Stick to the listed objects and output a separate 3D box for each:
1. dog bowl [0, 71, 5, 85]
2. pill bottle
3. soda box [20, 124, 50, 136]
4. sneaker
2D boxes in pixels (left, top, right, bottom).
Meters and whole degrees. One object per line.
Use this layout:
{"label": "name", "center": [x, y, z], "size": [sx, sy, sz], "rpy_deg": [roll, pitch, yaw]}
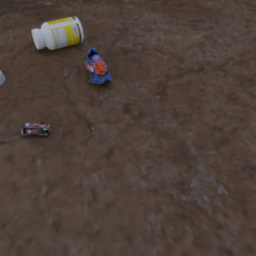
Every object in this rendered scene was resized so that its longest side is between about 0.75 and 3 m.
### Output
{"label": "dog bowl", "center": [-6.167, -2.219, 12.456], "size": [1.240, 0.364, 1.240], "rpy_deg": [0, 44, 0]}
{"label": "pill bottle", "center": [-3.608, -4.790, 14.359], "size": [2.367, 1.326, 1.326], "rpy_deg": [-21, 48, -20]}
{"label": "soda box", "center": [-3.338, 0.062, 10.084], "size": [0.994, 0.315, 0.352], "rpy_deg": [2, 26, 2]}
{"label": "sneaker", "center": [-1.423, -2.768, 12.600], "size": [0.896, 0.933, 2.378], "rpy_deg": [-19, 48, -17]}
